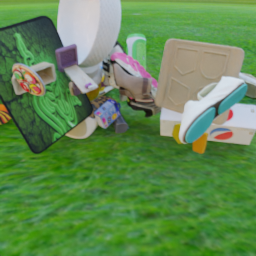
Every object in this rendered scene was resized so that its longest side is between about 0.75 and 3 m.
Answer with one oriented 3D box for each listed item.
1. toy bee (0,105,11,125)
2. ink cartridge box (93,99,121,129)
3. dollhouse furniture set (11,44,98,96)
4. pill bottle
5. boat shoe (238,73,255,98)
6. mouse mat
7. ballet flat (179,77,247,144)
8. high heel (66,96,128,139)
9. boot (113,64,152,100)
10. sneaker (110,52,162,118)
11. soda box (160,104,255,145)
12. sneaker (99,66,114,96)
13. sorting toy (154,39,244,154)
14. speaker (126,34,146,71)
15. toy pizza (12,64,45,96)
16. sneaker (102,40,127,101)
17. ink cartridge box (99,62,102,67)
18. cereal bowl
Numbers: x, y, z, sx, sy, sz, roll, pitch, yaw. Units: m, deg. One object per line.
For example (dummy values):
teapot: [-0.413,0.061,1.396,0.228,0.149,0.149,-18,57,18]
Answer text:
toy bee: [-4.894,-0.515,9.216,2.011,1.093,1.316,28,26,-1]
ink cartridge box: [-0.592,-0.470,8.598,0.324,0.580,0.850,28,63,35]
dollhouse furniture set: [-1.607,-0.823,6.487,1.723,1.365,1.223,-28,58,-25]
pill bottle: [-1.497,-1.631,9.597,1.168,2.070,1.168,4,66,-9]
boat shoe: [4.823,-1.883,11.754,0.713,0.779,2.085,-12,41,-28]
mouse mat: [-2.112,-1.112,6.861,0.109,2.894,2.328,-4,28,40]
ballet flat: [1.512,-0.401,5.465,1.964,0.682,0.682,-37,43,-23]
high heel: [-1.498,-0.547,8.965,2.704,0.965,1.927,4,32,-24]
boot: [0.167,-1.247,7.549,0.960,1.313,0.461,1,61,12]
sneaker: [0.249,-1.179,8.693,1.169,2.674,0.986,-38,38,20]
soda box: [2.293,-0.199,8.241,2.635,0.898,0.839,6,57,11]
sneaker: [-1.020,-2.147,11.777,0.884,1.063,2.359,9,29,15]
sorting toy: [1.687,-0.824,7.336,2.019,2.710,0.363,20,20,32]
speaker: [0.302,-2.519,10.326,0.761,1.720,0.761,0,1,0]
toy pizza: [-1.918,-0.887,5.357,0.760,0.760,0.120,16,53,26]
sneaker: [-0.456,-1.958,9.176,1.135,2.564,0.950,-32,25,1]
ink cartridge box: [-1.297,-3.421,14.705,0.737,0.428,1.022,-4,30,-6]
cereal bowl: [-0.998,-2.961,7.804,1.090,2.617,2.617,-4,27,-36]
